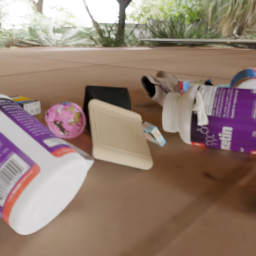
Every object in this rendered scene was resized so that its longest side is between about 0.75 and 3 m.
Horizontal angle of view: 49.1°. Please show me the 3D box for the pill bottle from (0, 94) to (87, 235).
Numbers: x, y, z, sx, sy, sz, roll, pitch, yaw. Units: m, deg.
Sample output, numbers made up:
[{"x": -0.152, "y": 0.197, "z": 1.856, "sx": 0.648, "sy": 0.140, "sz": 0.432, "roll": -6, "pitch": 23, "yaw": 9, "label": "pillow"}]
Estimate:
[{"x": -2.008, "y": 0.333, "z": 4.484, "sx": 2.514, "sy": 1.401, "sz": 1.401, "roll": 37, "pitch": 32, "yaw": 16, "label": "pill bottle"}]

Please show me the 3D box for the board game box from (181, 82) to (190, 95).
[{"x": 2.282, "y": -1.224, "z": 10.676, "sx": 0.211, "sy": 1.083, "sz": 0.856, "roll": -22, "pitch": 14, "yaw": 31, "label": "board game box"}]

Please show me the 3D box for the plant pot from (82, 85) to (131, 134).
[{"x": -0.556, "y": -0.360, "z": 8.062, "sx": 1.297, "sy": 1.294, "sz": 1.150, "roll": 0, "pitch": 34, "yaw": -22, "label": "plant pot"}]

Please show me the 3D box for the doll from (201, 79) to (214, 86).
[{"x": 3.211, "y": -1.527, "z": 10.919, "sx": 0.311, "sy": 0.875, "sz": 1.282, "roll": -11, "pitch": 43, "yaw": -8, "label": "doll"}]

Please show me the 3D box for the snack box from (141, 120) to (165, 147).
[{"x": 0.517, "y": 0.082, "z": 7.744, "sx": 0.201, "sy": 0.629, "sz": 1.083, "roll": -46, "pitch": 35, "yaw": -12, "label": "snack box"}]

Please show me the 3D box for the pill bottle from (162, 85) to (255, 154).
[{"x": 2.391, "y": -0.256, "z": 7.220, "sx": 2.832, "sy": 1.593, "sz": 1.593, "roll": 7, "pitch": 21, "yaw": 22, "label": "pill bottle"}]

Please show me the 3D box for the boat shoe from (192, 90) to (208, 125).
[{"x": 1.626, "y": -0.462, "z": 6.502, "sx": 0.286, "sy": 0.824, "sz": 0.292, "roll": -14, "pitch": -7, "yaw": 13, "label": "boat shoe"}]

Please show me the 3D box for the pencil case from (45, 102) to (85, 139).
[{"x": -1.698, "y": -0.230, "z": 7.512, "sx": 0.906, "sy": 0.947, "sz": 2.189, "roll": -26, "pitch": 8, "yaw": -11, "label": "pencil case"}]

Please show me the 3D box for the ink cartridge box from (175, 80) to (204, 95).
[{"x": 2.686, "y": -1.587, "z": 12.010, "sx": 1.184, "sy": 0.856, "sz": 0.860, "roll": 0, "pitch": 19, "yaw": -1, "label": "ink cartridge box"}]

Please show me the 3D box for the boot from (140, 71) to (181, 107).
[{"x": 1.210, "y": -1.725, "z": 11.158, "sx": 1.800, "sy": 0.865, "sz": 2.461, "roll": 12, "pitch": 35, "yaw": -38, "label": "boot"}]

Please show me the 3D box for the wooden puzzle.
[{"x": -0.217, "y": 0.164, "z": 6.386, "sx": 1.467, "sy": 0.295, "sz": 1.586, "roll": 17, "pitch": 43, "yaw": -27, "label": "wooden puzzle"}]

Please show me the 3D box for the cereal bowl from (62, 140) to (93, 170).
[{"x": -1.490, "y": 0.613, "z": 5.862, "sx": 1.453, "sy": 0.605, "sz": 1.453, "roll": 27, "pitch": 0, "yaw": 0, "label": "cereal bowl"}]

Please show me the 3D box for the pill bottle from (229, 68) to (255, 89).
[{"x": 4.484, "y": -1.394, "z": 10.324, "sx": 1.441, "sy": 1.441, "sz": 2.567, "roll": 6, "pitch": 26, "yaw": 17, "label": "pill bottle"}]

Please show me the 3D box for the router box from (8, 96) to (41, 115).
[{"x": -4.373, "y": -0.647, "z": 9.924, "sx": 1.472, "sy": 0.504, "sz": 1.973, "roll": 14, "pitch": 24, "yaw": 34, "label": "router box"}]

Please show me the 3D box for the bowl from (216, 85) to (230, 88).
[{"x": 4.363, "y": -1.523, "z": 12.308, "sx": 1.049, "sy": 0.549, "sz": 1.049, "roll": 0, "pitch": 20, "yaw": 0, "label": "bowl"}]
